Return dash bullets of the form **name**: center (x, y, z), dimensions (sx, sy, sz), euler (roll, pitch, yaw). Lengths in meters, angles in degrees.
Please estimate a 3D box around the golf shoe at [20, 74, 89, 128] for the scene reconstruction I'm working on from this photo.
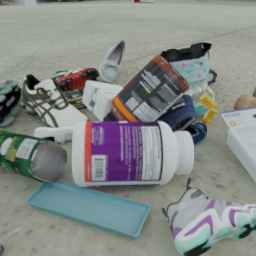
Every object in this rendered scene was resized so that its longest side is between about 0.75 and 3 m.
- **golf shoe**: center (-2.385, -0.786, 8.778), dimensions (2.737, 1.293, 1.064), euler (24, 37, 20)

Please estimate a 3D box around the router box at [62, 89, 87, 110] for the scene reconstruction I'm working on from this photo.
- **router box**: center (-2.158, -0.970, 10.163), dimensions (1.326, 0.412, 0.994), euler (-18, 34, -27)

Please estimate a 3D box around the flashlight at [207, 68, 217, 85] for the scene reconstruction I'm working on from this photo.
- **flashlight**: center (3.310, -2.628, 12.844), dimensions (0.712, 0.715, 2.103), euler (-2, 30, -9)

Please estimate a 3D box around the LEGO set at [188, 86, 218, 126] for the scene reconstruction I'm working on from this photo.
- **LEGO set**: center (2.340, -0.697, 8.386), dimensions (0.706, 1.535, 0.571), euler (-8, 45, 27)

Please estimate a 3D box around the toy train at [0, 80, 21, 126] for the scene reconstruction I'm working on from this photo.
- **toy train**: center (-4.441, -0.799, 9.308), dimensions (1.453, 1.087, 2.550), euler (-9, 29, 3)

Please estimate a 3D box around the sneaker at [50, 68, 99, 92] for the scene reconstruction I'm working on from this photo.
- **sneaker**: center (-2.292, -1.996, 11.510), dimensions (1.218, 0.881, 2.493), euler (21, 37, 30)

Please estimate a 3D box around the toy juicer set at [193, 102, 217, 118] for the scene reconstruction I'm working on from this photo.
- **toy juicer set**: center (1.938, -0.542, 9.374), dimensions (1.383, 0.592, 2.175), euler (1, 9, 38)

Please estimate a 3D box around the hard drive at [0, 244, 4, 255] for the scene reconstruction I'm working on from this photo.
- **hard drive**: center (-2.803, 2.232, 4.623), dimensions (1.173, 0.222, 0.819), euler (2, 29, 6)

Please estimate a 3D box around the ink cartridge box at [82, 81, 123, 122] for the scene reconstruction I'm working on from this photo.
- **ink cartridge box**: center (-0.488, -0.821, 9.078), dimensions (1.407, 0.825, 1.922), euler (4, 20, -31)

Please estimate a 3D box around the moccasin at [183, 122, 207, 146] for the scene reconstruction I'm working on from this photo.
- **moccasin**: center (1.813, 0.150, 7.951), dimensions (0.661, 0.561, 1.644), euler (11, 29, 33)

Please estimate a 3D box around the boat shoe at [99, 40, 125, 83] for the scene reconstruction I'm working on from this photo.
- **boat shoe**: center (-0.650, -3.001, 12.499), dimensions (0.848, 0.738, 2.302), euler (30, 53, -13)

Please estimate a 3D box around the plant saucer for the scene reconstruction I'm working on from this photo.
- **plant saucer**: center (-0.824, 1.617, 5.729), dimensions (2.448, 0.232, 0.856), euler (11, 30, 18)

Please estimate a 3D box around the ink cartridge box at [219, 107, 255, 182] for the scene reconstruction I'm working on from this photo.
- **ink cartridge box**: center (3.802, 0.424, 6.963), dimensions (2.424, 0.493, 2.429), euler (-9, 48, -15)

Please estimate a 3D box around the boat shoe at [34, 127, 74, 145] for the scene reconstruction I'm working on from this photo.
- **boat shoe**: center (-2.001, 0.256, 7.965), dimensions (1.375, 0.495, 0.471), euler (4, 50, -6)

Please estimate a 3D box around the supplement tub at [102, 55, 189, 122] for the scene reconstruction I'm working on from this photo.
- **supplement tub**: center (0.374, -0.699, 7.170), dimensions (2.230, 1.193, 1.193), euler (-43, 27, 14)

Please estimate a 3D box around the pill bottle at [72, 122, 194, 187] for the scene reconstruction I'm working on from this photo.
- **pill bottle**: center (0.077, 0.568, 6.282), dimensions (2.557, 1.438, 1.438), euler (0, 29, -6)

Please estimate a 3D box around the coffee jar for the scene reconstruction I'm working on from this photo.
- **coffee jar**: center (-2.501, 0.600, 6.467), dimensions (2.082, 1.086, 0.888), euler (9, 72, 33)

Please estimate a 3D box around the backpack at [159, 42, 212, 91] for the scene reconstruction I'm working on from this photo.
- **backpack**: center (2.191, -2.217, 10.465), dimensions (2.103, 1.595, 2.520), euler (-11, 19, 17)

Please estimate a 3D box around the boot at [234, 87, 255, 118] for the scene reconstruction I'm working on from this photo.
- **boot**: center (5.015, -0.751, 9.205), dimensions (2.048, 1.012, 2.638), euler (29, 35, 36)

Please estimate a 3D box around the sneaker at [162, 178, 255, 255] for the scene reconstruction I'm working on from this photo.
- **sneaker**: center (1.542, 1.424, 5.184), dimensions (1.881, 0.731, 1.315), euler (-13, 44, -15)

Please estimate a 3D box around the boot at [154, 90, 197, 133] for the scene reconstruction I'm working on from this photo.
- **boot**: center (0.993, -0.186, 7.830), dimensions (0.732, 2.013, 0.909), euler (17, 50, -35)
